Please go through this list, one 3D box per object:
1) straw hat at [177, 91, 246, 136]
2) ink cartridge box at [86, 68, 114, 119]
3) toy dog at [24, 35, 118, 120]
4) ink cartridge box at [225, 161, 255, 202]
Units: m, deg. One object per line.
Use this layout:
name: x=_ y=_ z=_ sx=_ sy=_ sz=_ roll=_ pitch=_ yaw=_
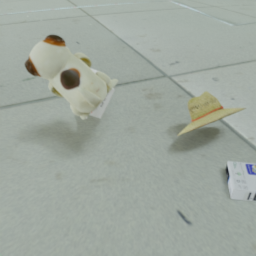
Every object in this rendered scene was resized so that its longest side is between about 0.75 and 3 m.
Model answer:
straw hat: x=2.766 y=-0.691 z=10.102 sx=2.664 sy=2.664 sz=1.128 roll=-19 pitch=83 yaw=-25
ink cartridge box: x=-1.296 y=-1.318 z=11.161 sx=0.783 sy=1.362 sz=2.326 roll=17 pitch=24 yaw=-27
toy dog: x=-1.902 y=-1.555 z=8.668 sx=2.563 sy=1.788 sz=2.485 roll=42 pitch=16 yaw=-10
ink cartridge box: x=4.459 y=1.719 z=8.695 sx=2.596 sy=0.509 sz=1.291 roll=4 pitch=36 yaw=8
